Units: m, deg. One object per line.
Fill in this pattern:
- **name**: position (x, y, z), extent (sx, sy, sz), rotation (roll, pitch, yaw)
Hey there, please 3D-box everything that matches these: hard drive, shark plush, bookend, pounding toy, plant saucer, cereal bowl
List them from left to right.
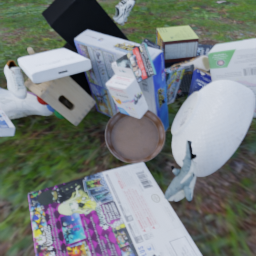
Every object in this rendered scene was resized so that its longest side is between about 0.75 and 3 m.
- **pounding toy**: position (-2.324, -1.210, 7.857), extent (1.013, 1.945, 2.214), rotation (-52, 41, -7)
- **hard drive**: position (-1.854, -1.561, 6.791), extent (1.313, 0.261, 1.990), rotation (-20, 29, -21)
- **bookend**: position (-1.715, -2.534, 8.628), extent (2.829, 2.811, 1.303), rotation (-44, 47, 8)
- **plant saucer**: position (0.178, 0.198, 7.155), extent (1.515, 0.261, 1.515), rotation (-1, 70, 2)
- **shark plush**: position (0.879, 0.740, 4.518), extent (0.436, 1.047, 0.476), rotation (12, 25, 13)
- **cereal bowl**: position (1.649, -0.120, 6.225), extent (0.950, 2.281, 2.281), rotation (29, 37, -7)

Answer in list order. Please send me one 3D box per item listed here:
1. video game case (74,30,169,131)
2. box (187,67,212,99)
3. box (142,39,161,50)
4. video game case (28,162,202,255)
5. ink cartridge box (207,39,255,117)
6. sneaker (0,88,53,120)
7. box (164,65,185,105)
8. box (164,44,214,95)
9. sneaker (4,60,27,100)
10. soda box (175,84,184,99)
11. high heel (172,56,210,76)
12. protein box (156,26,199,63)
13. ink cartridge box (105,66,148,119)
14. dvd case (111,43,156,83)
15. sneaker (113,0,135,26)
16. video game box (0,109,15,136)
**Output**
- **video game case**: position (-0.099, -1.167, 7.798), extent (2.442, 2.694, 0.612), rotation (24, 57, 29)
- **box**: position (2.053, -1.071, 7.702), extent (0.708, 0.189, 1.168), rotation (24, 61, -9)
- **box**: position (0.427, -1.933, 8.291), extent (0.580, 0.942, 0.934), rotation (24, 63, -11)
- **video game case**: position (-0.342, 2.031, 5.231), extent (2.669, 0.527, 2.944), rotation (-13, 38, -18)
- **ink cartridge box**: position (2.968, -1.251, 7.285), extent (1.359, 1.870, 0.818), rotation (1, 31, 35)
- **sneaker**: position (-3.622, -0.548, 8.636), extent (2.571, 0.963, 1.281), rotation (11, 76, 2)
- **box**: position (1.145, -1.179, 8.106), extent (0.810, 1.187, 0.224), rotation (-22, 50, -37)
- **box**: position (2.216, -2.237, 10.482), extent (2.430, 1.301, 1.804), rotation (9, 39, 13)
- **sneaker**: position (-2.912, -1.266, 7.246), extent (0.407, 0.474, 1.119), rotation (-16, 68, -43)
- **soda box**: position (1.612, -1.437, 9.637), extent (0.275, 0.867, 0.307), rotation (-23, 11, -17)
- **high heel**: position (1.932, -1.913, 8.793), extent (1.429, 0.510, 1.018), rotation (-22, 13, -39)
- **protein box**: position (1.630, -2.857, 9.549), extent (1.156, 0.780, 1.147), rotation (-7, 40, -4)
- **ink cartridge box**: position (-0.053, -0.740, 5.885), extent (0.615, 1.068, 0.362), rotation (19, 58, 41)
- **dvd case**: position (0.098, -1.337, 6.292), extent (1.007, 0.735, 0.111), rotation (-22, -7, 35)
- **sneaker**: position (-0.122, -3.451, 7.950), extent (0.425, 0.961, 0.356), rotation (15, 14, -41)
- **video game box**: position (-3.681, -0.159, 7.087), extent (1.253, 0.293, 1.141), rotation (-1, 27, -43)
